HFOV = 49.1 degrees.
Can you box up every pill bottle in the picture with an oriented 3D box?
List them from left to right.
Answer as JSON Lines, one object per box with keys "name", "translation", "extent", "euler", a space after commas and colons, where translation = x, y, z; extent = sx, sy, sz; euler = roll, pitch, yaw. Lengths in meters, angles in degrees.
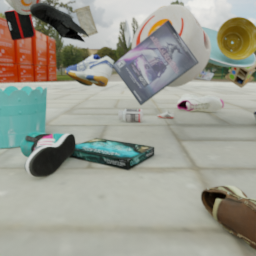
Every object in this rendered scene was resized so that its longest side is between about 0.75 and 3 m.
{"name": "pill bottle", "translation": [0.108, -0.511, 11.656], "extent": [0.987, 0.546, 0.546], "euler": [2, 12, 8]}

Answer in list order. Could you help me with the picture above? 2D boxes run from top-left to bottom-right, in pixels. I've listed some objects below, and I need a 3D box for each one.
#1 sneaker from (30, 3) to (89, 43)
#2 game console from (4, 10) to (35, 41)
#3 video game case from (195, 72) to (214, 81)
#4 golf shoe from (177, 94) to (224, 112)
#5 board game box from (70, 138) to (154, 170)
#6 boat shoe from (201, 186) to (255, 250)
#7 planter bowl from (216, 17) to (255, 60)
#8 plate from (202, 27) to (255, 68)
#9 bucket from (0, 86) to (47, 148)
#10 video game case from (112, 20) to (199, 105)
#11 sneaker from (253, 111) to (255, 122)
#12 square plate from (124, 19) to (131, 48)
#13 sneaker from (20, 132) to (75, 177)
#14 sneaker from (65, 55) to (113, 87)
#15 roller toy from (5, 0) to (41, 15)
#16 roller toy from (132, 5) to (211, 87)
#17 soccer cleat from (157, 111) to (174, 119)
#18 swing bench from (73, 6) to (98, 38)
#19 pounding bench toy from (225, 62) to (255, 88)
{"name": "sneaker", "translation": [-1.859, -2.843, 7.672], "extent": [1.533, 0.799, 0.460], "euler": [2, -36, -46]}
{"name": "game console", "translation": [-3.534, -3.386, 9.181], "extent": [0.813, 0.920, 0.143], "euler": [-8, 23, 1]}
{"name": "video game case", "translation": [3.515, -2.407, 12.959], "extent": [0.711, 0.086, 0.781], "euler": [16, 38, 22]}
{"name": "golf shoe", "translation": [3.634, -1.150, 14.398], "extent": [2.433, 0.916, 1.113], "euler": [8, 30, 40]}
{"name": "board game box", "translation": [-0.449, 0.598, 7.074], "extent": [1.882, 0.265, 1.273], "euler": [7, 14, 31]}
{"name": "boat shoe", "translation": [1.393, 1.155, 3.633], "extent": [0.608, 0.607, 1.644], "euler": [8, 0, -5]}
{"name": "planter bowl", "translation": [3.530, -2.883, 9.273], "extent": [1.377, 1.377, 0.574], "euler": [0, 2, 0]}
{"name": "plate", "translation": [3.026, -2.819, 9.879], "extent": [2.943, 0.376, 2.943], "euler": [10, 41, -9]}
{"name": "bucket", "translation": [-3.704, -0.417, 8.599], "extent": [2.510, 1.633, 2.510], "euler": [0, 11, 0]}
{"name": "video game case", "translation": [0.546, -1.336, 5.897], "extent": [1.499, 1.071, 0.142], "euler": [-36, 0, 19]}
{"name": "sneaker", "translation": [5.965, -0.435, 11.119], "extent": [2.287, 1.241, 0.802], "euler": [28, 1, -18]}
{"name": "square plate", "translation": [-0.019, -3.469, 10.349], "extent": [0.109, 0.765, 0.758], "euler": [-9, -14, -6]}
{"name": "sneaker", "translation": [-2.019, 0.541, 6.252], "extent": [1.055, 0.731, 1.748], "euler": [-1, 15, 17]}
{"name": "sneaker", "translation": [-1.513, -2.344, 11.280], "extent": [2.600, 1.146, 0.979], "euler": [16, -10, 42]}
{"name": "roller toy", "translation": [-2.970, -3.692, 7.771], "extent": [0.990, 0.903, 0.692], "euler": [-31, 61, -30]}
{"name": "roller toy", "translation": [1.153, -2.275, 7.728], "extent": [1.940, 2.127, 1.486], "euler": [27, -1, 42]}
{"name": "soccer cleat", "translation": [1.674, -0.590, 12.549], "extent": [0.782, 0.333, 0.268], "euler": [5, 13, 19]}
{"name": "swing bench", "translation": [-1.792, -4.516, 11.926], "extent": [0.744, 1.140, 1.146], "euler": [-20, 23, -7]}
{"name": "pounding bench toy", "translation": [4.573, -2.513, 11.793], "extent": [0.849, 1.066, 1.367], "euler": [-34, 61, -24]}
